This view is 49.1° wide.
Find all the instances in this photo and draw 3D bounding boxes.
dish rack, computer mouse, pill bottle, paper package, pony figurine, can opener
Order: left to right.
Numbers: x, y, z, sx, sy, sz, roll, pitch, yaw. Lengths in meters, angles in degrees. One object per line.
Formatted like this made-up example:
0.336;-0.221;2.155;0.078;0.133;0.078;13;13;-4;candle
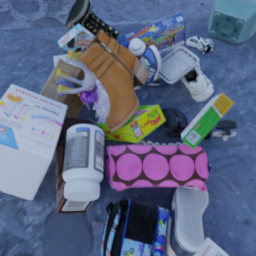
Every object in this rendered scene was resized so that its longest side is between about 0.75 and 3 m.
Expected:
-2.212;-1.218;10.012;0.938;1.729;1.814;24;81;13;paper package
-1.180;0.932;7.446;1.049;1.049;1.844;-1;60;0;pill bottle
-1.240;-1.417;9.198;2.164;2.089;1.802;8;22;-38;pony figurine
0.352;-2.641;9.741;0.580;1.031;0.580;-3;74;11;pill bottle
1.809;-2.316;10.560;1.477;0.321;1.267;-38;54;-1;dish rack
1.947;-0.256;9.645;1.645;0.539;2.343;4;21;-3;computer mouse
2.780;0.099;10.061;2.206;0.581;0.733;-1;74;0;can opener

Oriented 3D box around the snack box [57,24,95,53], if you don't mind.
-1.474;-2.695;9.053;0.883;1.521;0.282;-34;74;17;snack box

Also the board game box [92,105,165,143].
-0.069;-0.151;9.224;1.264;0.593;2.489;-35;18;-25;board game box

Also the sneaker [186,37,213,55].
3.308;-3.746;12.873;1.258;0.502;0.818;10;46;-5;sneaker

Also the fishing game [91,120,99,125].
-1.248;0.248;9.565;0.153;0.986;0.706;11;10;-37;fishing game

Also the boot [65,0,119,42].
-1.263;-4.123;11.193;2.169;2.872;1.037;21;91;-23;boot

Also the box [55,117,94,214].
-1.680;1.134;8.752;1.011;1.351;2.699;5;53;-25;box

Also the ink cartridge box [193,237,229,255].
2.313;3.996;7.172;1.820;0.796;1.323;38;64;25;ink cartridge box

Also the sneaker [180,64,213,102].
2.343;-2.339;11.226;1.071;1.155;2.849;-41;49;16;sneaker

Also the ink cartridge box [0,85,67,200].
-2.968;0.224;7.892;1.780;1.734;2.770;22;33;-17;ink cartridge box

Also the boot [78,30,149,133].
-0.548;-1.414;8.195;2.088;1.031;2.689;38;63;-26;boot

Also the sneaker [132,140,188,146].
1.276;1.061;9.253;2.401;0.966;1.061;2;65;1;sneaker

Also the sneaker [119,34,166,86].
0.513;-2.896;11.808;1.144;1.265;2.970;-36;62;-22;sneaker

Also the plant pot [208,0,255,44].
5.028;-5.426;13.001;2.465;2.458;2.511;27;67;18;plant pot

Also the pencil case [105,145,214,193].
0.808;1.177;8.034;2.933;1.331;1.374;0;74;-6;pencil case

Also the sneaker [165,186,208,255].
1.600;2.531;8.101;1.059;1.072;2.701;31;33;2;sneaker

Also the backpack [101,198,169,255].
0.074;3.018;7.261;1.418;1.924;2.107;15;68;-11;backpack

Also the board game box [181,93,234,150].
1.986;-0.183;7.337;0.378;1.875;1.435;41;99;6;board game box

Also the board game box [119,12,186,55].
0.974;-3.197;10.372;2.306;1.561;0.397;-21;71;5;board game box

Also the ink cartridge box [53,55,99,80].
-2.136;-2.416;11.713;1.766;0.758;1.293;-8;61;-8;ink cartridge box

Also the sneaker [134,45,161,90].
0.419;-1.945;9.621;1.229;1.679;0.676;-28;66;-15;sneaker

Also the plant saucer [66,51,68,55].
-1.699;-3.835;13.018;2.375;0.409;2.375;0;54;0;plant saucer
